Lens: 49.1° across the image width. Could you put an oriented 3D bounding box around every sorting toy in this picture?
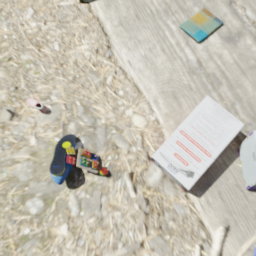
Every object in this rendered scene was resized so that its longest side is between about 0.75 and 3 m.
[{"bbox_3d":[-1.159,0.889,8.083,1.344,0.227,0.648,24,41,-23],"label":"sorting toy"}]

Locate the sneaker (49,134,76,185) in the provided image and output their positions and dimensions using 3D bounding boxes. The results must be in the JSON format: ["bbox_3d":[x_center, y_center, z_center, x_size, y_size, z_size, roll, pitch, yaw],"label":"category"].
[{"bbox_3d":[-1.880,0.914,8.251,0.535,0.637,1.625,2,47,8],"label":"sneaker"}]

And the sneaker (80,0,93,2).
[{"bbox_3d":[-1.197,-5.344,10.401,1.849,0.819,0.711,-20,71,-7],"label":"sneaker"}]

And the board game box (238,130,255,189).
[{"bbox_3d":[4.645,0.888,7.733,2.579,1.328,1.353,-1,65,1],"label":"board game box"}]

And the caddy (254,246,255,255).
[{"bbox_3d":[3.913,2.777,6.384,1.474,2.809,1.986,12,65,36],"label":"caddy"}]

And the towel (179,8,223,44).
[{"bbox_3d":[2.652,-3.730,10.173,1.356,0.147,0.994,-39,75,-15],"label":"towel"}]

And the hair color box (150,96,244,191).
[{"bbox_3d":[1.967,0.452,8.148,1.374,0.792,2.478,42,79,12],"label":"hair color box"}]

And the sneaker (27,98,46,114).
[{"bbox_3d":[-2.956,-0.771,8.930,0.756,0.395,0.285,34,75,13],"label":"sneaker"}]
